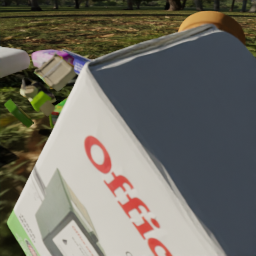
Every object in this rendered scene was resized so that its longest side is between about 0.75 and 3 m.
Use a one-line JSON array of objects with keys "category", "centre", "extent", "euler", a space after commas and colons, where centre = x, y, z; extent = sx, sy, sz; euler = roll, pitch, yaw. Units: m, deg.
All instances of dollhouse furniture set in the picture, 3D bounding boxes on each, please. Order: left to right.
[{"category": "dollhouse furniture set", "centre": [-2.036, -0.880, 6.903], "extent": [1.839, 0.710, 0.919], "euler": [-45, 57, -10]}]

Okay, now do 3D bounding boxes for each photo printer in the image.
[{"category": "photo printer", "centre": [-5.624, -2.623, 11.415], "extent": [2.045, 0.854, 2.458], "euler": [12, 30, 20]}]

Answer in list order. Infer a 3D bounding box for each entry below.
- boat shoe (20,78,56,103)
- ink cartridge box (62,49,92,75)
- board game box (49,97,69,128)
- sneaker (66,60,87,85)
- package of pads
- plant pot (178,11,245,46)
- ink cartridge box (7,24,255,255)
[{"category": "boat shoe", "centre": [-2.932, -1.178, 8.885], "extent": [1.735, 0.562, 0.635], "euler": [22, 34, 36]}, {"category": "ink cartridge box", "centre": [-0.674, -1.318, 7.995], "extent": [2.197, 0.476, 2.157], "euler": [27, 4, -43]}, {"category": "board game box", "centre": [-0.803, -0.290, 7.193], "extent": [2.122, 0.505, 1.078], "euler": [9, 28, 17]}, {"category": "sneaker", "centre": [-1.757, -2.180, 10.408], "extent": [2.352, 0.974, 0.843], "euler": [2, 27, 4]}, {"category": "package of pads", "centre": [-3.199, -2.949, 12.243], "extent": [1.855, 0.702, 1.118], "euler": [19, 35, 33]}, {"category": "plant pot", "centre": [2.642, -2.513, 9.705], "extent": [2.365, 2.365, 1.656], "euler": [13, 60, 24]}, {"category": "ink cartridge box", "centre": [0.157, 0.863, 2.051], "extent": [1.050, 2.499, 1.818], "euler": [-29, 77, -39]}]
